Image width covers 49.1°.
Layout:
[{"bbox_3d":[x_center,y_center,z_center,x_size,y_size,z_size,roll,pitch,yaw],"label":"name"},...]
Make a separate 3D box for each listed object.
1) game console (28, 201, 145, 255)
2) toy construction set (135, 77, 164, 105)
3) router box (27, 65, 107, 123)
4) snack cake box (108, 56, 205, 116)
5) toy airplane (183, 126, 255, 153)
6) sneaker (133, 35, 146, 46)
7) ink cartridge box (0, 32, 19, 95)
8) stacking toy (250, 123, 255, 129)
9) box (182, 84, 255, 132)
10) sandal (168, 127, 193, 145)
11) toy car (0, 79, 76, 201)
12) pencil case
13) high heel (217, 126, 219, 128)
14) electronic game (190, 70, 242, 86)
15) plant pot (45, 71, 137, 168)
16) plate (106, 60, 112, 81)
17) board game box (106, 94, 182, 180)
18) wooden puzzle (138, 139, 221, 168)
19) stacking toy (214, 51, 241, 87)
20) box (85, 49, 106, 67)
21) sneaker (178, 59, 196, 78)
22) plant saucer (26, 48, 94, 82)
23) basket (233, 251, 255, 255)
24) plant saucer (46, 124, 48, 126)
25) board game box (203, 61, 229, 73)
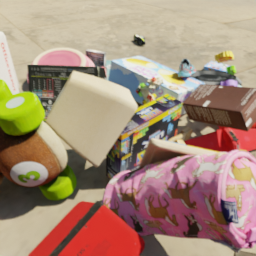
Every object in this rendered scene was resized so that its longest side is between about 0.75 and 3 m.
[{"bbox_3d":[-0.837,2.089,4.367,1.498,1.032,1.738,36,61,16],"label":"game console"},{"bbox_3d":[0.670,-0.758,7.553,0.634,1.376,0.902,-22,35,-11],"label":"toy construction set"},{"bbox_3d":[-1.661,-0.905,7.754,2.150,1.611,0.668,6,14,15],"label":"router box"},{"bbox_3d":[0.837,-1.400,9.048,2.715,0.912,1.561,32,35,30],"label":"snack cake box"},{"bbox_3d":[2.541,-0.018,7.345,2.508,0.461,2.508,2,53,-3],"label":"toy airplane"},{"bbox_3d":[0.675,-4.537,14.377,0.474,0.432,1.171,-9,37,-18],"label":"sneaker"},{"bbox_3d":[-4.616,-1.342,8.206,1.255,2.173,2.977,3,34,6],"label":"ink cartridge box"},{"bbox_3d":[3.951,-0.111,7.980,1.156,0.493,0.493,1,35,8],"label":"stacking toy"},{"bbox_3d":[2.226,-0.527,6.675,0.851,0.637,1.699,-45,34,-21],"label":"box"},{"bbox_3d":[1.290,0.556,6.835,0.599,0.668,1.821,30,41,23],"label":"sandal"},{"bbox_3d":[-2.735,0.844,5.180,2.182,2.271,2.765,23,52,36],"label":"toy car"},{"bbox_3d":[0.716,1.147,4.420,2.777,1.150,1.201,-20,20,50],"label":"pencil case"},{"bbox_3d":[2.619,-0.398,8.020,0.469,0.668,1.394,-36,44,4],"label":"high heel"},{"bbox_3d":[2.894,-1.671,10.069,2.238,0.466,2.238,0,24,0],"label":"electronic game"},{"bbox_3d":[-0.831,-0.350,5.742,1.295,1.460,1.462,30,14,-16],"label":"plant pot"},{"bbox_3d":[-0.956,-2.287,11.220,2.444,0.312,2.444,-1,34,1],"label":"plate"},{"bbox_3d":[0.360,0.271,6.407,1.886,1.559,0.535,-28,46,-33],"label":"board game box"},{"bbox_3d":[1.128,0.766,5.272,1.807,1.953,0.364,12,61,-1],"label":"wooden puzzle"},{"bbox_3d":[2.977,-1.150,7.930,0.479,1.538,2.040,-8,-7,30],"label":"stacking toy"},{"bbox_3d":[-1.280,-2.724,11.080,0.806,0.638,0.195,12,36,12],"label":"box"},{"bbox_3d":[1.860,-1.917,8.746,0.436,0.525,1.100,4,24,22],"label":"sneaker"},{"bbox_3d":[-2.425,-2.117,10.112,2.480,0.629,2.480,1,50,-1],"label":"plant saucer"},{"bbox_3d":[2.107,2.300,4.353,0.921,0.626,0.830,9,15,20],"label":"basket"},{"bbox_3d":[-2.166,0.212,7.292,0.824,0.288,0.078,-58,24,-13],"label":"plant saucer"},{"bbox_3d":[3.733,-2.486,11.612,0.970,0.178,0.734,24,41,30],"label":"board game box"}]
